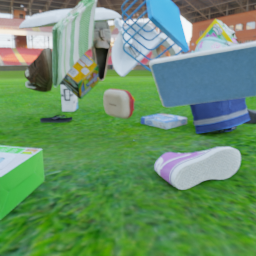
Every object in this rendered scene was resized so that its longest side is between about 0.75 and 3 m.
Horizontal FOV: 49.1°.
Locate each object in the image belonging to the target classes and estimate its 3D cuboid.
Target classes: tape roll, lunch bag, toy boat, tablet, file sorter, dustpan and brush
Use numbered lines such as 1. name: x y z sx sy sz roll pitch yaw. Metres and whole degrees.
1. tape roll: 1.350 -2.754 10.117 0.249 1.363 1.363 -40 29 -17
2. lunch bag: 3.828 -0.645 11.589 2.568 1.699 1.745 -14 3 -43
3. toy boat: -0.160 -0.730 7.995 0.789 0.788 1.207 -14 20 -38
4. tablet: 1.707 -1.010 5.607 2.329 0.159 1.515 -6 -33 16
5. lunch bag: 2.145 -1.444 6.838 1.430 0.687 1.783 21 -16 4
6. file sorter: 0.462 -2.086 5.751 1.043 1.503 0.922 30 -47 -34
7. dustpan and brush: -0.038 -2.871 8.882 0.680 1.659 2.377 35 24 -33

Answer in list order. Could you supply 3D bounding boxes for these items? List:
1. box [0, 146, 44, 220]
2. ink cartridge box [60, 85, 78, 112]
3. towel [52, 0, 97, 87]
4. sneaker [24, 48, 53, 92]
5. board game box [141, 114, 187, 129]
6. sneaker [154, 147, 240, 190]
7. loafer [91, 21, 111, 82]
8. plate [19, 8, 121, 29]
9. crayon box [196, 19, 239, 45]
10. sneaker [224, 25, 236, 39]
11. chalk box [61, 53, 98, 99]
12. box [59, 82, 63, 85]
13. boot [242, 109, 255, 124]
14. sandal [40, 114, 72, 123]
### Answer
1. box: -2.995 1.092 6.029 1.636 0.896 1.854 5 15 11
2. ink cartridge box: -3.500 -2.099 16.627 0.711 2.095 1.215 0 14 2
3. towel: -1.597 -2.732 8.568 0.306 1.996 2.617 20 47 4
4. sneaker: -2.804 -1.695 8.782 0.844 0.787 2.235 -5 -18 -20
5. board game box: 1.669 -0.332 13.060 1.540 0.334 1.533 -13 20 -42
6. sneaker: 1.744 0.844 7.261 2.254 0.817 1.285 -7 12 -26
7. loafer: -1.198 -3.532 12.681 1.049 2.919 0.918 -7 35 -21
8. plate: -2.202 -4.143 10.556 2.899 0.469 2.893 14 27 43
9. crayon box: 3.345 -3.200 10.634 0.395 1.169 1.355 2 53 -37
10. sneaker: 4.098 -3.852 11.309 0.329 0.878 0.437 -12 -15 -31
11. chalk box: -1.859 -1.941 10.678 1.098 1.090 1.759 41 -16 7
12. box: -2.868 -2.310 11.575 0.477 0.770 0.757 12 -20 26
13. boot: 5.934 -0.580 13.648 2.069 0.722 1.362 16 15 16
14. sandal: -3.495 -0.462 13.612 1.550 0.332 0.589 -2 14 -9
